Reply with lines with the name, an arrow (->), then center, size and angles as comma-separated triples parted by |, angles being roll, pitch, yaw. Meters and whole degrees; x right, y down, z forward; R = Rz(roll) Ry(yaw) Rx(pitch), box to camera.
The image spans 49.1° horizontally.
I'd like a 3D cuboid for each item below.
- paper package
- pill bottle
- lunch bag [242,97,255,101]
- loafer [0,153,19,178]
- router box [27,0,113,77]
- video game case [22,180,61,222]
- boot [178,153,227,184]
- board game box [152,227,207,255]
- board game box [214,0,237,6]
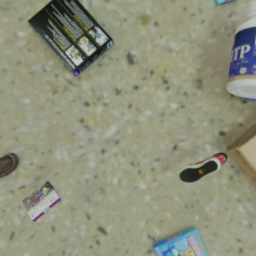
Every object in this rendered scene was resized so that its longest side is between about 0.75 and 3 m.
paper package -> 5.094, 0.904, 9.340 | 2.398, 1.302, 2.516 | -39, 87, -2
pill bottle -> 3.924, -2.317, 8.346 | 1.579, 1.579, 2.638 | 10, 85, 1
lunch bag -> 4.550, -1.512, 9.748 | 1.059, 0.772, 1.246 | 9, 79, 0
loafer -> -4.616, 1.513, 9.632 | 1.817, 0.645, 0.664 | -34, 87, -2
router box -> -2.013, -3.359, 9.900 | 1.849, 0.633, 2.480 | -41, 88, -2
video game case -> -2.231, 1.866, 7.214 | 0.851, 0.152, 0.772 | -40, 44, -13
boot -> 2.316, 1.216, 8.623 | 1.465, 1.056, 0.530 | -31, 82, 36
board game box -> 1.809, 4.313, 9.622 | 1.600, 0.360, 1.217 | -23, 87, -1
board game box -> 3.467, -5.095, 10.187 | 0.827, 0.257, 1.096 | -16, 87, -1
